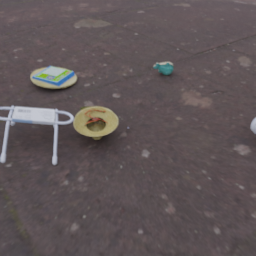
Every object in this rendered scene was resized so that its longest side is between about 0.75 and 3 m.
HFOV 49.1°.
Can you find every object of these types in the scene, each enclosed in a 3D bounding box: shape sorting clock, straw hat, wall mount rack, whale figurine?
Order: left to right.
[{"bbox_3d":[-3.278,0.126,9.634,2.733,1.019,2.375,4,32,-16],"label":"wall mount rack"},{"bbox_3d":[-3.629,-2.449,13.717,2.182,0.428,2.182,3,34,-2],"label":"shape sorting clock"},{"bbox_3d":[-1.150,0.003,10.186,1.709,0.723,1.709,1,40,-1],"label":"straw hat"},{"bbox_3d":[1.799,-2.987,14.164,1.058,0.842,0.549,4,66,-31],"label":"whale figurine"}]

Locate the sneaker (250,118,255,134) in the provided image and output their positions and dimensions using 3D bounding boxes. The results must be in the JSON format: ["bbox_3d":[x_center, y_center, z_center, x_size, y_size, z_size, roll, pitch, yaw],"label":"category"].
[{"bbox_3d":[5.598,0.258,9.234,2.726,1.024,1.567,10,23,1],"label":"sneaker"}]
